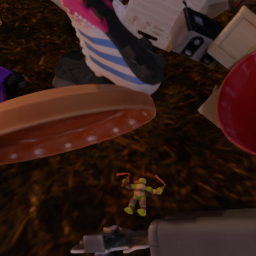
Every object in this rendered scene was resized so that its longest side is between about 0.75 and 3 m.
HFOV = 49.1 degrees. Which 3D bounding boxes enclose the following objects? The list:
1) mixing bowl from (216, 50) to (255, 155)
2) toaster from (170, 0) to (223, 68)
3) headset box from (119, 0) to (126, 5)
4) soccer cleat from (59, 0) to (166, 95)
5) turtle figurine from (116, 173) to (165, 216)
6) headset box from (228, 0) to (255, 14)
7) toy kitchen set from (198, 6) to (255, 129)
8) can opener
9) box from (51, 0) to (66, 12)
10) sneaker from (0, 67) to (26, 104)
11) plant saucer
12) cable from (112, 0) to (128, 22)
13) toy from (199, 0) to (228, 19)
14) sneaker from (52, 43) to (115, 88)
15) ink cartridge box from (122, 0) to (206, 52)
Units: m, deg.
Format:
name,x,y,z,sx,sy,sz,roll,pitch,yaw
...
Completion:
name,x,y,z,sx,sy,sz,roll,pitch,yaw
mixing bowl,2.302,-0.251,3.929,1.817,0.984,1.817,-23,50,31
toaster,1.412,-1.851,5.648,0.988,0.648,1.093,17,49,-20
headset box,-0.724,-5.122,9.842,1.612,2.166,0.837,41,27,9
soccer cleat,-0.534,-1.532,4.623,2.667,1.151,0.932,53,48,0
turtle figurine,0.206,1.460,6.266,1.148,0.370,0.925,12,51,8
headset box,2.293,-2.780,5.301,0.432,0.832,1.118,-4,4,-1
toy kitchen set,2.433,-1.021,5.541,2.164,1.766,1.953,37,33,-4
can opener,0.458,1.080,2.261,2.185,0.583,0.731,-14,79,31
box,-2.206,-4.059,6.879,2.448,0.837,1.006,33,32,-32
sneaker,-2.976,-1.039,6.754,1.025,0.717,2.062,-4,32,-27
plant saucer,-1.038,-0.009,4.203,2.925,2.925,0.472,-14,82,-15
cable,-0.715,-3.015,8.123,1.552,0.537,1.552,7,80,15
toy,2.302,-3.704,7.065,1.536,2.667,0.630,18,73,-32
sneaker,-0.553,-1.211,6.257,2.111,1.209,0.807,18,24,-2
ink cartridge box,0.792,-2.956,7.003,1.623,1.997,0.570,22,69,-9
